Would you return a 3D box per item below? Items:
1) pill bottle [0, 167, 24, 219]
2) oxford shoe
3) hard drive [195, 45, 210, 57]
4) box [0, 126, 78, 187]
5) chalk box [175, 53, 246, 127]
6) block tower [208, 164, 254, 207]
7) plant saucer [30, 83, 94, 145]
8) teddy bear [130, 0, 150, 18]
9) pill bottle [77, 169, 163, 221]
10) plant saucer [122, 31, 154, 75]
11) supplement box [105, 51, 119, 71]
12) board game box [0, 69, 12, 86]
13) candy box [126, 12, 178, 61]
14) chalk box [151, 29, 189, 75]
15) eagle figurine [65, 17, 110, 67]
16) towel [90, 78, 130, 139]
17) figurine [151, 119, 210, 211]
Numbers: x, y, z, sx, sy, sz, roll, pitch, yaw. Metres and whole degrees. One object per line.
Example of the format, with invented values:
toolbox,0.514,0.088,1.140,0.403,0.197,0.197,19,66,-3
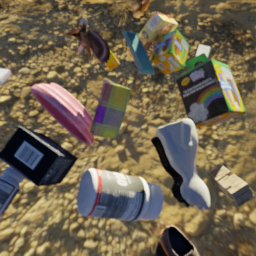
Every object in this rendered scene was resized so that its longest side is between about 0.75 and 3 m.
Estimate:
pill bottle,-3.398,1.741,7.563,0.723,0.723,1.242,19,59,11
oxford shoe,1.952,4.428,8.897,1.014,1.037,2.844,-29,63,-17
hard drive,3.879,-3.927,14.542,0.594,0.120,0.901,16,60,10
box,-2.511,0.870,8.162,1.442,1.948,1.016,33,84,10
chalk box,2.707,-1.335,9.520,1.448,1.459,2.337,1,71,-48
block tower,2.668,1.478,7.414,0.496,1.717,0.464,-33,99,4
plant saucer,-2.001,-0.518,9.177,2.616,2.616,0.663,37,74,20
teddy bear,0.525,-4.849,10.448,0.504,1.095,1.510,26,97,34
pill bottle,-0.206,1.933,7.890,2.206,1.256,1.256,14,55,-25
plant saucer,0.380,-2.704,9.959,0.660,0.179,1.888,-4,62,-37
supplement box,-0.736,-2.653,10.726,0.449,0.446,0.820,-34,103,6
board game box,-4.001,-1.391,8.099,0.887,0.192,0.883,9,50,20
candy box,0.915,-3.461,10.904,1.128,1.955,0.541,-10,59,-50
chalk box,1.592,-2.895,10.290,0.914,0.921,1.475,-9,55,44
eagle figurine,-1.508,-3.107,10.385,1.217,1.613,1.224,-41,39,20
towel,-0.516,-0.537,8.484,0.194,1.225,1.706,17,94,39
figurine,1.631,1.211,8.359,1.110,2.579,2.516,-16,79,-3
